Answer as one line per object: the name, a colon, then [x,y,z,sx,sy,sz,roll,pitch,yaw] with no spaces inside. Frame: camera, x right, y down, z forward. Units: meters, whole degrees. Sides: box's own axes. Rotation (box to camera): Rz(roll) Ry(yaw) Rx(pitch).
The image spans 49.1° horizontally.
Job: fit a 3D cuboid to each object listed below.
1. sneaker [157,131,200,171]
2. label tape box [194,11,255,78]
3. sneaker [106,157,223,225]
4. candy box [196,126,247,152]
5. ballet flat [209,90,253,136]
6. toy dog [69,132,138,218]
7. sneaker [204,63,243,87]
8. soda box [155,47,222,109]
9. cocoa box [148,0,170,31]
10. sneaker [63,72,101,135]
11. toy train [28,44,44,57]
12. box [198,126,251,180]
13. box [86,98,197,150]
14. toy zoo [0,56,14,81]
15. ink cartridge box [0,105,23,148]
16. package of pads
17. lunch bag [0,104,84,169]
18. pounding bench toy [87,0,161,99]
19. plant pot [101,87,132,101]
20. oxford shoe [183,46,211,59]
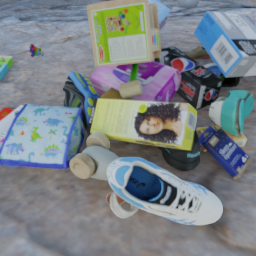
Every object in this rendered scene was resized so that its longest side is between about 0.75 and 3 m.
sneaker: [0.844,-0.034,7.609,1.055,1.109,2.798,-33,49,-30]
label tape box: [3.936,-2.768,9.249,2.919,0.965,2.091,-10,59,-27]
sneaker: [0.808,1.346,5.446,2.644,0.950,0.958,25,-1,-17]
candy box: [2.577,0.259,7.836,1.190,0.329,0.687,-6,40,-8]
ballet flat: [2.802,-0.457,7.765,1.000,0.957,2.842,4,17,28]
toy dog: [-0.343,1.165,6.501,1.501,1.096,2.276,-26,60,-36]
sneaker: [3.755,-1.907,9.927,2.440,0.958,1.088,-23,44,-13]
soda box: [1.965,-1.840,9.761,0.869,0.971,2.745,-18,43,-20]
cocoa box: [0.332,-3.830,10.640,1.424,1.401,2.135,39,85,0]
sneaker: [-1.374,-0.679,8.601,0.851,0.995,2.401,9,41,-46]
toy train: [-3.666,-3.146,11.133,0.470,0.344,0.812,-1,47,-33]
box: [2.442,0.558,7.113,1.357,0.220,0.822,46,51,9]
box: [0.249,-0.131,6.770,2.634,0.660,0.991,5,79,33]
toy zoo: [-5.630,-1.918,10.386,1.852,0.289,2.823,2,41,2]
ink cartridge box: [-3.644,-0.068,8.189,1.538,0.386,1.772,18,44,18]
package of pads: [0.216,-1.530,9.150,2.653,1.004,1.598,28,69,31]
lunch bag: [-2.102,0.325,7.089,1.641,1.230,1.930,3,31,3]
pounding bench toy: [0.074,-2.239,8.133,1.563,2.515,1.962,-3,15,16]
plant pot: [-0.333,-0.711,8.231,0.927,0.864,0.864,49,47,-11]
oxford shoe: [2.834,-3.195,11.698,1.366,0.511,0.481,-5,41,-5]
